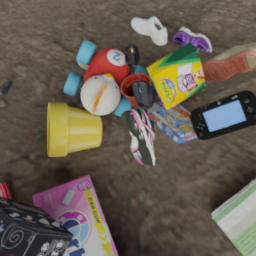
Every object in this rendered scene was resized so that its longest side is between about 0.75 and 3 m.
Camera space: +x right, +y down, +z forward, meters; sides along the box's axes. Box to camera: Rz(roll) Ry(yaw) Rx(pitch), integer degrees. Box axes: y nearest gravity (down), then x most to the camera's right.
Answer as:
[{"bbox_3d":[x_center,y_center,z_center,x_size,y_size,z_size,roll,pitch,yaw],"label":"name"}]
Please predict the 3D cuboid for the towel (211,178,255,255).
[{"bbox_3d":[3.799,2.768,7.135,2.070,0.426,2.775,-34,62,-11],"label":"towel"}]

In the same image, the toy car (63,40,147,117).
[{"bbox_3d":[-0.715,-1.261,8.432,2.247,2.156,2.438,24,17,-11],"label":"toy car"}]

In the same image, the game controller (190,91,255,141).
[{"bbox_3d":[2.610,-0.314,7.600,1.810,0.944,0.381,-21,4,28],"label":"game controller"}]

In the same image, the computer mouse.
[{"bbox_3d":[0.246,-1.172,6.861,0.524,1.787,0.304,3,41,32],"label":"computer mouse"}]

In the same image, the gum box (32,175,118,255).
[{"bbox_3d":[-1.295,2.603,6.984,1.529,0.891,2.694,-19,55,-12],"label":"gum box"}]

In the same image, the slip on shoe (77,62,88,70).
[{"bbox_3d":[-1.211,-2.422,11.000,1.831,0.678,0.560,32,55,27],"label":"slip on shoe"}]

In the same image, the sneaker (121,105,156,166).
[{"bbox_3d":[0.468,0.188,7.195,0.689,1.715,0.740,12,38,42],"label":"sneaker"}]

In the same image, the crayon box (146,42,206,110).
[{"bbox_3d":[1.445,-1.434,8.128,1.405,1.628,0.475,-31,52,4],"label":"crayon box"}]

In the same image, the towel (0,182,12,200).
[{"bbox_3d":[-4.144,2.415,7.570,1.988,0.224,1.438,-21,56,-15],"label":"towel"}]

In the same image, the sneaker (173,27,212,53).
[{"bbox_3d":[2.718,-3.573,11.946,0.785,0.759,1.883,-45,55,-12],"label":"sneaker"}]

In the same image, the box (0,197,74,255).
[{"bbox_3d":[-2.684,2.896,5.590,1.519,1.750,2.648,21,77,37],"label":"box"}]

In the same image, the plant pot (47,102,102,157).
[{"bbox_3d":[-1.662,0.052,8.597,1.539,1.636,1.636,0,51,-18],"label":"plant pot"}]

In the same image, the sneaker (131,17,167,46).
[{"bbox_3d":[0.969,-4.552,12.404,0.795,0.935,2.112,-37,61,-23],"label":"sneaker"}]

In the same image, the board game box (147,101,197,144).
[{"bbox_3d":[1.469,-0.268,8.912,1.295,0.330,1.913,-14,38,-31],"label":"board game box"}]

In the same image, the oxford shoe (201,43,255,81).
[{"bbox_3d":[3.125,-2.052,8.787,2.195,0.777,0.810,-3,45,51],"label":"oxford shoe"}]

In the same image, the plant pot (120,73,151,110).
[{"bbox_3d":[0.355,-1.013,8.511,0.928,0.903,0.928,-10,55,15],"label":"plant pot"}]

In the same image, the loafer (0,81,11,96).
[{"bbox_3d":[-4.658,-1.474,10.530,0.242,0.276,0.768,-6,44,20],"label":"loafer"}]
